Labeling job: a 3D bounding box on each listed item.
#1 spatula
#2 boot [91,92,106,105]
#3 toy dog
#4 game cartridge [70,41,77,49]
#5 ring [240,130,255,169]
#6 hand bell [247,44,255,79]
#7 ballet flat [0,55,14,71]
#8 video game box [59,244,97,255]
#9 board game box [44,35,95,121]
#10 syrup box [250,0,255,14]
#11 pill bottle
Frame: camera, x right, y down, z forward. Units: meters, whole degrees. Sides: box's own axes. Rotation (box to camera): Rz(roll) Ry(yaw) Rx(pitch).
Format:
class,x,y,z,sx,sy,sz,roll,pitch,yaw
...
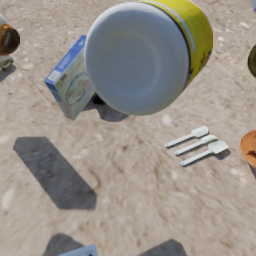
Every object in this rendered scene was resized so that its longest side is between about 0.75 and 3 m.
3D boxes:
class,x,y,z,sx,sy,sz,roll,pitch,yaw
spatula,1.642,0.419,6.777,1.302,0.105,0.905,-20,50,-19
boot,-1.109,-1.118,8.021,1.518,0.562,1.244,-21,52,-21
toy dog,-3.260,-1.970,4.902,1.782,2.555,2.477,9,74,29
game cartridge,-1.051,-2.708,9.730,1.859,0.386,1.238,-9,42,-9
ring,3.625,0.545,6.260,2.119,0.203,2.119,0,32,0
hand bell,4.793,-2.652,9.319,1.461,1.461,2.807,16,34,15
ballet flat,-4.145,-2.036,9.059,0.334,0.395,1.045,39,57,5
video game box,-1.070,2.737,4.284,1.559,0.365,1.420,-13,44,-13
board game box,-0.926,-0.894,5.180,0.248,1.139,1.144,24,66,21
syrup box,1.770,-2.093,3.610,0.441,1.119,0.456,-27,22,6
pill bottle,0.524,-1.248,4.336,1.398,1.398,2.495,19,32,18
